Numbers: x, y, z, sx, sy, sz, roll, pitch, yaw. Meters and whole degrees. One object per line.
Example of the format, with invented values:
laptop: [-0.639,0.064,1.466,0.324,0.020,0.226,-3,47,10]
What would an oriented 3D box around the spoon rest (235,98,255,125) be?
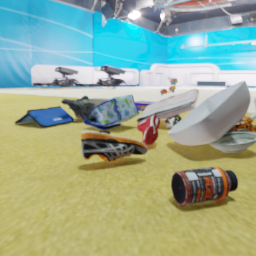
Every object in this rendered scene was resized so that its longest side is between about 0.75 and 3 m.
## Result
spoon rest: [3.772,-0.436,10.692,2.902,0.880,1.442,-16,-20,0]

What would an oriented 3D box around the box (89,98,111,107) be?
box: [-1.773,-1.656,18.666,1.607,0.625,0.763,4,11,19]

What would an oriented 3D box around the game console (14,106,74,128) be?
game console: [-3.756,-0.288,12.691,1.658,1.150,1.943,39,28,20]

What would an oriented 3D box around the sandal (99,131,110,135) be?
sandal: [-0.894,0.484,8.472,0.565,0.339,1.504,-3,25,11]

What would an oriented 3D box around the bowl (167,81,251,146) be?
bowl: [2.445,-0.265,8.330,2.235,0.835,2.238,-38,4,-18]

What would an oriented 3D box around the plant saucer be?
plant saucer: [3.012,0.442,8.031,1.404,0.352,1.404,-10,10,2]

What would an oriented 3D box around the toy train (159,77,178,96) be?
toy train: [1.886,-1.983,13.079,0.771,1.026,0.285,15,-17,36]

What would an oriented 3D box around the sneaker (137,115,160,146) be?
sneaker: [0.566,0.158,8.800,0.711,0.482,1.230,-25,25,41]

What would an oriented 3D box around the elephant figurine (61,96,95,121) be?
elephant figurine: [-2.195,-0.884,13.263,1.405,1.281,1.811,-15,5,0]

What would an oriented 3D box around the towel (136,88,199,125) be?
towel: [1.767,-0.946,12.300,2.567,0.414,2.452,-18,14,23]

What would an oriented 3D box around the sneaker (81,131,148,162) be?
sneaker: [-0.352,0.529,6.935,1.792,0.692,0.701,10,-7,-23]

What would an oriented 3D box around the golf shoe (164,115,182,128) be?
golf shoe: [1.825,-0.154,11.355,0.711,0.623,1.613,-27,9,16]

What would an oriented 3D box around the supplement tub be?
supplement tub: [1.351,0.988,4.906,1.099,0.588,0.588,-5,12,-18]

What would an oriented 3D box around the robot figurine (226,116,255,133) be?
robot figurine: [3.378,-0.063,9.886,2.160,0.629,1.566,-1,8,38]

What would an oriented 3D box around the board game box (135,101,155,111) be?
board game box: [1.280,-1.353,17.475,2.118,0.474,1.424,8,13,36]

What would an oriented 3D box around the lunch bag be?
lunch bag: [-0.725,-0.570,11.602,1.814,1.156,1.542,-17,1,31]
